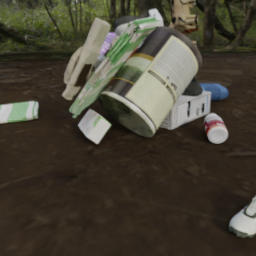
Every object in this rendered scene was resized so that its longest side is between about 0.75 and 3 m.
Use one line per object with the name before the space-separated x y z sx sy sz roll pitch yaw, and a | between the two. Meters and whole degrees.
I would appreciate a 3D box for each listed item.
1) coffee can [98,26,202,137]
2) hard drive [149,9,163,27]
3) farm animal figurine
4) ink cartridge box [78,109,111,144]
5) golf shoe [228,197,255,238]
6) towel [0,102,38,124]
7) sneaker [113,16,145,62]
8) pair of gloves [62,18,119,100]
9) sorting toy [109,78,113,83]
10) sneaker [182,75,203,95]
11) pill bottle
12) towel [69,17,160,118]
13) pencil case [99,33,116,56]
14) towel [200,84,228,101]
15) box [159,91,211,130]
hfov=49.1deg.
coffee can | 0.582 -1.161 7.205 1.683 1.683 2.300 20 68 46
hard drive | 1.066 -2.634 9.447 0.302 2.298 1.516 -10 34 4
farm animal figurine | 1.679 -3.163 8.967 1.097 1.762 2.182 0 56 15
ink cartridge box | -0.861 -0.065 6.961 0.338 0.589 1.006 35 1 -28
golf shoe | 1.741 1.186 3.936 0.956 0.421 0.369 -16 26 -37
towel | -4.153 -0.482 9.104 2.345 0.274 1.789 -5 20 -16
sneaker | 0.361 -1.986 8.476 0.991 1.591 2.969 -7 -10 12
pair of gloves | -0.734 -1.421 6.538 0.380 1.844 2.168 35 9 7
sorting toy | -1.281 -2.796 15.659 1.145 0.470 0.688 6 20 19
sneaker | 1.870 -1.638 9.090 0.653 0.781 1.720 -7 38 -23
pill bottle | 2.194 -0.011 7.112 0.480 0.480 0.849 1 30 4
towel | -0.290 -1.392 6.298 0.288 2.463 1.879 40 30 -3
pencil case | -0.704 -2.363 8.333 0.507 0.498 1.187 12 48 28
towel | 2.707 -1.439 11.458 2.439 0.592 1.362 1 19 -1
box | 1.479 -0.701 9.015 1.422 0.733 2.438 16 25 39
